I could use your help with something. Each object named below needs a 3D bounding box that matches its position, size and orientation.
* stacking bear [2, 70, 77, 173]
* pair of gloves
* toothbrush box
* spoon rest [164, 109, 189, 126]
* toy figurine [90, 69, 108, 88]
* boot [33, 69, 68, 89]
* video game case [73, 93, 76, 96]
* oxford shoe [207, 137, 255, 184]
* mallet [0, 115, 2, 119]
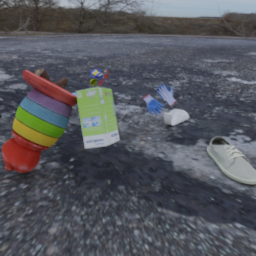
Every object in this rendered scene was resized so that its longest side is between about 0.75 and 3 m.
[{"bbox_3d":[-2.515,0.002,7.598,1.454,2.558,1.553,28,2,10],"label":"stacking bear"},{"bbox_3d":[1.284,-1.144,11.253,1.327,0.151,1.067,-37,63,6],"label":"pair of gloves"},{"bbox_3d":[-0.784,-0.279,7.514,0.645,1.498,1.091,-9,3,16],"label":"toothbrush box"},{"bbox_3d":[1.880,-0.422,11.312,0.886,0.540,1.783,14,14,27],"label":"spoon rest"},{"bbox_3d":[-1.141,-1.753,9.625,0.510,0.449,0.852,35,62,20],"label":"toy figurine"},{"bbox_3d":[-3.020,-1.908,10.857,0.430,1.339,1.248,18,61,31],"label":"boot"},{"bbox_3d":[-2.076,-1.521,13.889,1.296,0.325,1.429,22,32,39],"label":"video game case"},{"bbox_3d":[2.972,0.875,8.049,0.809,0.622,2.153,-3,26,-15],"label":"oxford shoe"},{"bbox_3d":[-3.996,0.040,8.283,0.278,1.351,0.445,41,24,-7],"label":"mallet"}]
